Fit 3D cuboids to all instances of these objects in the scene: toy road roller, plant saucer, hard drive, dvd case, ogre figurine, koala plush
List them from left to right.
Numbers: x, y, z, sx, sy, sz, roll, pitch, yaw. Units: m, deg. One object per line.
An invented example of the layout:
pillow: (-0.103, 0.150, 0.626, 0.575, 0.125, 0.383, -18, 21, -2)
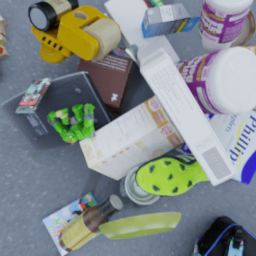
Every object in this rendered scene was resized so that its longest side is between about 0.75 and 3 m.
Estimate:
dvd case: (-2.345, -0.799, 6.946, 0.717, 0.108, 0.982, 1, 62, 38)
hard drive: (-1.976, -0.424, 7.937, 2.873, 0.608, 1.938, -16, 116, 23)
toy road roller: (-1.512, -2.411, 7.615, 2.311, 1.687, 1.420, 32, 46, 5)
ogre figurine: (-1.364, -0.089, 7.132, 1.481, 0.727, 0.888, -16, 107, 14)
plant saucer: (0.336, 2.640, 7.415, 2.222, 2.222, 0.345, -8, 65, -1)
plant saucer: (0.419, 1.582, 7.739, 1.064, 0.267, 1.064, 2, 74, -8)
koala plush: (0.787, 1.568, 8.632, 1.649, 1.462, 1.515, -9, 55, 24)
plant saucer: (3.548, -3.542, 9.741, 1.697, 0.272, 1.697, 0, 86, -1)

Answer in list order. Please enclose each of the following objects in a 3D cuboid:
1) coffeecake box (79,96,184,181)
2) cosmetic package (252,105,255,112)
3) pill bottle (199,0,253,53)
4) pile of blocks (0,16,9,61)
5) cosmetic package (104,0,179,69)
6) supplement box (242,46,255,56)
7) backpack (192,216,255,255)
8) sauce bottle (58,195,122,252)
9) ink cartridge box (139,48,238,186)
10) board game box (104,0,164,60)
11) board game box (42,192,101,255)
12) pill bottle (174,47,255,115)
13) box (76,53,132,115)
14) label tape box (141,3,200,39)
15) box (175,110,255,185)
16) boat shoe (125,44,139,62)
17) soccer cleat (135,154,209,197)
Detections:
coffeecake box: (0.177, 0.385, 7.648, 2.322, 1.782, 0.848, -31, 61, 9)
cosmetic package: (4.497, -0.995, 9.463, 0.538, 0.454, 1.041, 30, 87, 3)
pill bottle: (2.212, -2.587, 6.559, 1.022, 1.821, 1.022, -3, 70, 7)
pile of blocks: (-4.527, -3.142, 9.591, 0.670, 0.507, 1.631, -5, 85, 0)
cosmetic package: (0.401, -2.791, 8.689, 1.080, 1.370, 2.545, -32, 94, 4)
supplement box: (3.877, -2.494, 9.576, 1.341, 0.446, 0.461, -6, 86, -1)
backpack: (2.947, 4.535, 8.273, 2.737, 2.017, 2.998, 40, 86, 3)
sauce bottle: (-1.096, 2.804, 8.244, 2.363, 0.765, 0.765, -41, 87, 22)
ink cartridge box: (1.261, -0.461, 6.553, 0.648, 2.553, 2.897, -31, 107, 12)
board game box: (0.207, -3.545, 9.619, 2.359, 0.432, 1.784, -40, 91, -1)
board game box: (-1.700, 3.150, 9.230, 1.766, 0.323, 1.336, -30, 87, -1)
pill bottle: (1.997, -1.155, 7.622, 1.583, 2.820, 1.583, -1, 93, -26)
box: (-0.765, -1.393, 8.809, 1.507, 1.816, 1.491, 17, 86, 1)
label tape box: (1.110, -2.875, 7.515, 1.397, 1.007, 0.442, -11, 89, -5)
box: (3.066, 0.295, 8.968, 2.345, 1.230, 2.157, 27, 87, 1)
boat shoe: (0.164, -1.992, 7.370, 0.311, 1.007, 0.367, -44, 91, 10)
soccer cleat: (1.317, 1.136, 7.229, 2.863, 1.160, 0.967, -7, 84, -30)
